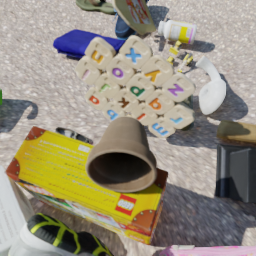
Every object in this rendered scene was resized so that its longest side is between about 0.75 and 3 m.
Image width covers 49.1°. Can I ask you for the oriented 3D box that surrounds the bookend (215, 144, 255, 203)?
[{"bbox_3d":[3.578,0.951,5.616,2.891,2.873,1.332,4,81,4],"label":"bookend"}]

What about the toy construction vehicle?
[{"bbox_3d":[1.775,-2.493,9.787,0.879,0.356,1.010,35,79,11],"label":"toy construction vehicle"}]

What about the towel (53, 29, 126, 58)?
[{"bbox_3d":[-1.347,-2.905,10.075,2.234,0.553,1.650,20,40,16],"label":"towel"}]

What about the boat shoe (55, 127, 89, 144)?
[{"bbox_3d":[-1.588,0.228,7.911,1.014,0.306,0.374,19,55,14],"label":"boat shoe"}]

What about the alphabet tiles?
[{"bbox_3d":[0.131,-0.866,6.885,2.975,2.910,0.217,36,55,-10],"label":"alphabet tiles"}]

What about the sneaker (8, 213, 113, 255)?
[{"bbox_3d":[-0.890,2.244,4.499,0.959,2.511,0.947,-50,37,-9],"label":"sneaker"}]

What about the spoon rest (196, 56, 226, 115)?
[{"bbox_3d":[2.561,-1.318,8.659,0.651,1.066,2.146,20,49,-19],"label":"spoon rest"}]

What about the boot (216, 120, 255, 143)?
[{"bbox_3d":[3.514,0.018,7.830,1.726,0.571,1.512,10,19,27],"label":"boot"}]

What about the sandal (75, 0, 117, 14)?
[{"bbox_3d":[-1.287,-5.375,11.974,1.960,0.559,0.778,13,54,10],"label":"sandal"}]

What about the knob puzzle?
[{"bbox_3d":[0.059,-4.243,9.975,0.314,2.267,2.267,-20,41,39],"label":"knob puzzle"}]

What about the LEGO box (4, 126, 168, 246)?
[{"bbox_3d":[-0.711,1.288,5.899,2.860,2.130,1.104,17,63,13],"label":"LEGO box"}]

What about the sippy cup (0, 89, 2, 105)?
[{"bbox_3d":[-4.582,-0.693,8.089,1.346,1.714,1.256,18,55,-40],"label":"sippy cup"}]

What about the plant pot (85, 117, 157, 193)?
[{"bbox_3d":[-0.066,0.369,4.623,1.121,1.121,0.978,4,45,3],"label":"plant pot"}]

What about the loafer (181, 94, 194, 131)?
[{"bbox_3d":[1.520,-0.738,8.095,0.616,0.570,1.638,-22,66,34],"label":"loafer"}]

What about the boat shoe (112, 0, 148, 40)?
[{"bbox_3d":[0.001,-4.718,11.032,1.181,0.964,2.808,3,61,19],"label":"boat shoe"}]

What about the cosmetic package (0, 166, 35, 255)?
[{"bbox_3d":[-2.915,2.174,5.554,1.993,1.668,1.657,-28,59,-17],"label":"cosmetic package"}]

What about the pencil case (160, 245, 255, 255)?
[{"bbox_3d":[1.615,2.516,4.698,1.176,2.689,1.176,13,63,-29],"label":"pencil case"}]

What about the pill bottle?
[{"bbox_3d":[1.783,-3.513,10.190,1.318,0.687,0.687,14,54,8],"label":"pill bottle"}]
